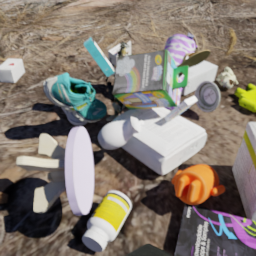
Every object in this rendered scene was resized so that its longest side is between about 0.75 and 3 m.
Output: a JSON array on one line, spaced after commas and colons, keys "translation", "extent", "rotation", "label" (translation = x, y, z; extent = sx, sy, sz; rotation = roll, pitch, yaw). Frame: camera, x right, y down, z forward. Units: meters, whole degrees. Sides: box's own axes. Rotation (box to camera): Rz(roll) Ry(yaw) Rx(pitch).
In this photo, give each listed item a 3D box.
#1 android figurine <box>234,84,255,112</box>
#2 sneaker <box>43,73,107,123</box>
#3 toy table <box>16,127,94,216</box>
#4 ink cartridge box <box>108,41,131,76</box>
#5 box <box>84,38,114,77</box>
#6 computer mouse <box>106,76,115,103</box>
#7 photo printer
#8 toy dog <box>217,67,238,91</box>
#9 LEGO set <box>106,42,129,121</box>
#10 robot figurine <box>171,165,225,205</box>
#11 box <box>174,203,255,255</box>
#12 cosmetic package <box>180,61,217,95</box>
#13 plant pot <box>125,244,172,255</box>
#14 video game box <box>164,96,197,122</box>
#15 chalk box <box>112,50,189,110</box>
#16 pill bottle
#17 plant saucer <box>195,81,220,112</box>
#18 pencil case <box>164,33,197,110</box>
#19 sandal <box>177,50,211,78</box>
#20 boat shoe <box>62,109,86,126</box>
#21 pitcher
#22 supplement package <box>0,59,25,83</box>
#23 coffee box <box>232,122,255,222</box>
[{"translation": [5.579, -1.100, 11.392], "extent": [2.120, 0.478, 2.329], "rotation": [-19, 40, -23], "label": "android figurine"}, {"translation": [-1.480, -0.932, 9.119], "extent": [1.067, 2.678, 1.038], "rotation": [-24, 63, 25], "label": "sneaker"}, {"translation": [-1.535, 0.982, 6.395], "extent": [1.164, 1.827, 1.987], "rotation": [-8, 54, 11], "label": "toy table"}, {"translation": [-0.345, -2.838, 11.327], "extent": [0.490, 1.456, 0.853], "rotation": [39, 60, 23], "label": "ink cartridge box"}, {"translation": [-0.980, -2.396, 9.546], "extent": [0.327, 1.332, 0.548], "rotation": [-33, 26, 9], "label": "box"}, {"translation": [-0.544, -1.344, 9.299], "extent": [0.281, 0.857, 1.221], "rotation": [-13, -4, -3], "label": "computer mouse"}, {"translation": [0.849, 0.181, 9.270], "extent": [2.240, 0.935, 2.692], "rotation": [-27, 45, -36], "label": "photo printer"}, {"translation": [4.445, -2.080, 12.596], "extent": [0.963, 0.693, 0.993], "rotation": [40, 40, -7], "label": "toy dog"}, {"translation": [-0.169, -1.590, 10.062], "extent": [0.788, 2.782, 1.806], "rotation": [11, 15, -9], "label": "LEGO set"}, {"translation": [1.831, 1.473, 7.465], "extent": [1.598, 1.150, 0.932], "rotation": [-6, 70, -54], "label": "robot figurine"}, {"translation": [2.243, 2.705, 6.520], "extent": [2.153, 0.389, 1.539], "rotation": [10, 39, 15], "label": "box"}, {"translation": [2.909, -2.339, 12.723], "extent": [2.213, 0.819, 1.125], "rotation": [-25, 45, -32], "label": "cosmetic package"}, {"translation": [0.347, 3.210, 4.861], "extent": [1.839, 1.834, 1.631], "rotation": [-19, 31, -23], "label": "plant pot"}, {"translation": [1.668, -0.606, 8.817], "extent": [0.225, 0.874, 0.959], "rotation": [52, 33, 9], "label": "video game box"}, {"translation": [0.818, -1.453, 8.716], "extent": [2.180, 1.350, 1.357], "rotation": [-1, 73, 24], "label": "chalk box"}, {"translation": [-0.521, 2.256, 6.800], "extent": [0.758, 0.758, 1.363], "rotation": [16, 40, 19], "label": "pill bottle"}, {"translation": [3.042, -1.181, 10.536], "extent": [0.295, 1.177, 1.177], "rotation": [-10, 37, -32], "label": "plant saucer"}, {"translation": [1.692, -2.064, 10.494], "extent": [1.200, 2.807, 1.178], "rotation": [22, -8, -24], "label": "pencil case"}, {"translation": [1.948, -2.258, 9.353], "extent": [0.572, 1.561, 0.513], "rotation": [19, 45, -45], "label": "sandal"}, {"translation": [-2.125, -0.740, 10.743], "extent": [0.648, 0.592, 1.801], "rotation": [-24, 44, -18], "label": "boat shoe"}, {"translation": [-0.181, 0.126, 8.277], "extent": [1.255, 0.761, 1.077], "rotation": [-28, -7, 22], "label": "pitcher"}, {"translation": [-5.533, -2.717, 13.276], "extent": [0.712, 0.704, 1.175], "rotation": [4, 38, 5], "label": "supplement package"}, {"translation": [4.047, 1.186, 7.217], "extent": [1.931, 1.913, 1.934], "rotation": [2, 38, 3], "label": "coffee box"}]
